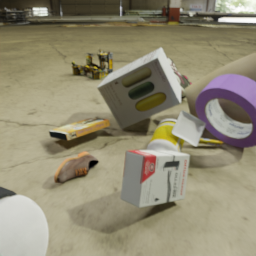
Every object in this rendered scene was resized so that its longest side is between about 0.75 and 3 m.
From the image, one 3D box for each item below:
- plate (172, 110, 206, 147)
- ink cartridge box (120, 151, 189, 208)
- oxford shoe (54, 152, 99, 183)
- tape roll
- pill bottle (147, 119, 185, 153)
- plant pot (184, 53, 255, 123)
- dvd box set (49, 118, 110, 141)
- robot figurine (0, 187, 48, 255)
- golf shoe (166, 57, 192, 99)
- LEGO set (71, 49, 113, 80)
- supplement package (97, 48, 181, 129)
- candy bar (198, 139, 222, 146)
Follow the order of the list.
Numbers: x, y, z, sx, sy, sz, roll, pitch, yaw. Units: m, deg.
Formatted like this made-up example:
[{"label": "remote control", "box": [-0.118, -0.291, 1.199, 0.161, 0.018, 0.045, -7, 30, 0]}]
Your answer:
[{"label": "plate", "box": [1.646, 0.021, 7.668, 0.788, 0.127, 0.786, 29, 68, -3]}, {"label": "ink cartridge box", "box": [0.627, 1.063, 6.142, 1.476, 1.065, 0.618, 4, 4, -42]}, {"label": "oxford shoe", "box": [-1.341, 1.065, 7.407, 0.521, 0.509, 1.429, 20, 31, 26]}, {"label": "tape roll", "box": [3.179, -0.473, 8.444, 2.253, 2.253, 0.739, 24, 59, 40]}, {"label": "pill bottle", "box": [1.053, 0.516, 7.888, 0.907, 0.907, 1.614, 9, 36, 19]}, {"label": "plant pot", "box": [3.505, -1.159, 10.264, 2.639, 2.472, 2.472, -13, 23, 13]}, {"label": "dvd box set", "box": [-1.605, 0.015, 9.232, 1.649, 0.242, 1.206, -20, 16, -37]}, {"label": "robot figurine", "box": [-2.676, 1.677, 4.349, 2.824, 1.762, 2.122, 15, 25, 9]}, {"label": "golf shoe", "box": [1.731, -2.527, 12.857, 2.895, 1.117, 1.275, 45, 25, 24]}, {"label": "LEGO set", "box": [-2.107, -3.900, 16.574, 2.605, 1.509, 2.003, 23, 34, 39]}, {"label": "supplement package", "box": [0.481, -1.442, 10.120, 2.335, 1.772, 1.759, -23, 19, 20]}, {"label": "candy bar", "box": [2.373, 0.425, 8.863, 1.203, 0.300, 0.133, 7, 70, 3]}]
